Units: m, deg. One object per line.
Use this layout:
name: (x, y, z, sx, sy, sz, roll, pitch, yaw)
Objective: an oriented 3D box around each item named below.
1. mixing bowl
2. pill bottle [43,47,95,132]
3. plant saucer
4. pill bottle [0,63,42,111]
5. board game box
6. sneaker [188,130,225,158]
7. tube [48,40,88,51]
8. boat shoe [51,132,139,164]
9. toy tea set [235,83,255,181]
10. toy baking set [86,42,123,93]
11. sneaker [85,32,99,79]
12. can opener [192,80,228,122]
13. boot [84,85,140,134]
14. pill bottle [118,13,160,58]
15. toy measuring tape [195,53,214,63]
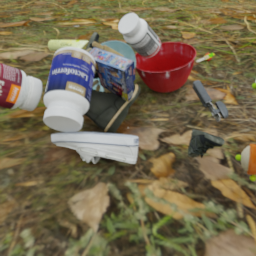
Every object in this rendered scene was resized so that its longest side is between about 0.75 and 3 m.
mixing bowl: (1.565, -2.430, 11.902, 2.630, 1.424, 2.630, -8, 39, 6)
pill bottle: (-1.745, -1.115, 8.300, 1.320, 1.320, 2.280, 3, 66, 4)
plant saucer: (-0.742, -2.371, 11.340, 2.377, 0.458, 2.377, -6, 72, 19)
pill bottle: (-3.731, -1.241, 8.127, 2.152, 1.229, 1.229, 16, 24, -39)
board game box: (-0.563, -1.846, 9.176, 1.665, 1.666, 0.514, 34, 69, 19)
sneaker: (1.846, 0.456, 6.759, 0.473, 0.709, 1.237, 17, 0, -18)
tube: (-2.101, -2.848, 9.659, 1.515, 0.440, 0.393, 11, 2, 31)
boat shoe: (-1.076, 0.612, 8.380, 2.808, 0.918, 1.033, 3, 3, 22)
toy tea set: (3.454, -0.056, 7.333, 1.050, 1.687, 2.837, 5, 58, 20)
toy baking set: (-1.097, -1.914, 9.695, 2.591, 1.989, 0.301, 26, 14, -40)
sneaker: (-1.120, -2.566, 10.215, 1.029, 0.687, 1.796, 15, 71, -15)
can opener: (2.387, -0.810, 8.125, 0.470, 0.375, 1.407, -23, 66, -3)
boot: (-0.747, -1.172, 10.037, 1.889, 1.058, 2.731, 34, 40, -5)
pill bottle: (0.428, -3.391, 10.351, 0.979, 1.690, 0.979, -11, 68, 30)
toy measuring tape: (3.984, -3.604, 14.596, 1.092, 0.402, 0.402, -24, 40, -3)
